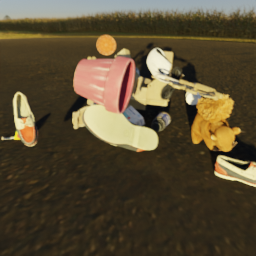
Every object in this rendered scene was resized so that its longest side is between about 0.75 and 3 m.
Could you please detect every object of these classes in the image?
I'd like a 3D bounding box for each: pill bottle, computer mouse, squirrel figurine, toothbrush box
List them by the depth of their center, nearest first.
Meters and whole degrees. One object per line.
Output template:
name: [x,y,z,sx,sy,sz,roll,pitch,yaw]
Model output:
squirrel figurine: [2.786,-0.129,8.962,1.316,1.860,1.736,-10,17,3]
toothbrush box: [-0.041,-0.190,10.198,1.035,0.441,0.758,-35,56,-11]
computer mouse: [1.200,-2.216,10.599,0.506,1.266,2.308,4,42,-33]
pill bottle: [1.265,-0.211,10.960,0.544,0.544,0.973,11,27,24]
pill bottle: [2.919,-1.489,12.466,0.668,0.668,1.154,7,30,15]

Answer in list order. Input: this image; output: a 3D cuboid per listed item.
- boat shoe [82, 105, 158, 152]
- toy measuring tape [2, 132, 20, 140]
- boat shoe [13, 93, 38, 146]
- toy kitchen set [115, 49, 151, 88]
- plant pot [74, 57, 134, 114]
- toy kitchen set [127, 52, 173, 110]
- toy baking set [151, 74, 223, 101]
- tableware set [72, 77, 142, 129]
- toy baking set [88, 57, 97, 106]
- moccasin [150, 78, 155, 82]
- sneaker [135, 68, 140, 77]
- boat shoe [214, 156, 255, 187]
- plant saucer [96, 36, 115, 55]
boat shoe: [-0.312,0.080,8.659,2.788,0.992,0.872,22,-13,-36]
toy measuring tape: [-4.247,0.253,10.530,0.994,0.366,0.366,-3,24,-7]
boat shoe: [-3.403,-0.281,9.206,0.633,1.777,0.556,-12,-11,-18]
toy kitchen set: [-0.001,-2.415,12.653,1.262,1.547,1.396,-28,-23,38]
plant pot: [-0.670,-1.257,7.648,1.353,1.512,1.512,15,26,10]
toy kitchen set: [0.585,-1.983,12.074,2.323,2.096,1.895,6,-9,3]
toy baking set: [1.689,-1.269,8.229,1.658,0.251,2.161,9,17,-31]
tableware set: [-0.679,-0.842,9.688,2.599,2.171,0.302,-12,55,-38]
toy baking set: [-1.535,-1.777,11.647,0.264,2.271,1.743,-4,46,-19]
moccasin: [1.331,-2.142,13.758,0.725,1.982,0.765,40,41,23]
sneaker: [-0.063,-2.413,12.991,1.190,0.479,0.455,-21,20,-5]
boat shoe: [3.403,1.231,8.005,1.784,0.558,0.635,11,24,20]
plant saucer: [-0.924,-3.473,11.777,0.796,0.796,0.128,-1,21,-2]
